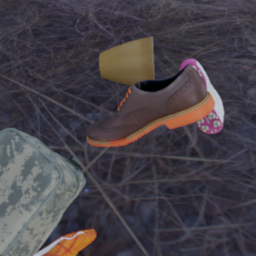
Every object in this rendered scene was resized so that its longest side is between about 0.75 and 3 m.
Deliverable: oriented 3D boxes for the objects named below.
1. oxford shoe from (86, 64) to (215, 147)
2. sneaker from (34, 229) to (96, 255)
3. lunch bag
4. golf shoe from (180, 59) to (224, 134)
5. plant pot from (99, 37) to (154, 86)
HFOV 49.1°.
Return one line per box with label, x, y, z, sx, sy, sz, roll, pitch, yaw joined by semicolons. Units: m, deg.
oxford shoe;0.201;-0.425;5.808;2.928;1.062;1.042;-20;24;26
sneaker;-1.764;3.221;6.743;2.333;0.851;0.900;-25;72;-25
lunch bag;-1.705;1.239;4.493;1.437;1.730;2.062;35;83;21
golf shoe;2.148;-0.958;8.091;0.840;2.232;1.021;-12;18;39
plant pot;-0.020;-1.921;8.486;1.600;1.491;1.491;-2;40;7
